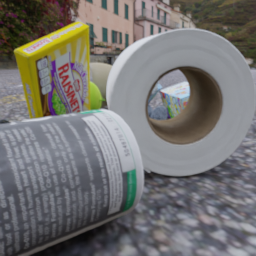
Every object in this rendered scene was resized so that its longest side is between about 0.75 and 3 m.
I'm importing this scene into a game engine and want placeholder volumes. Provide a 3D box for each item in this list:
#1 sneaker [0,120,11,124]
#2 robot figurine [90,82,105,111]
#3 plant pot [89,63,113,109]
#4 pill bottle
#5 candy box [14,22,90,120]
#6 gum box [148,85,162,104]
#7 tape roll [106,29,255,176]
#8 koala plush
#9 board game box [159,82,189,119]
[{"bbox_3d":[-3.335,0.271,7.401,0.622,0.627,1.731,35,12,-20],"label":"sneaker"},{"bbox_3d":[-2.170,-0.982,10.273,2.595,1.501,2.277,-4,14,-9],"label":"robot figurine"},{"bbox_3d":[-0.871,-1.953,12.478,1.359,2.024,2.024,-10,16,-5],"label":"plant pot"},{"bbox_3d":[-1.404,0.756,3.567,2.955,1.671,1.671,-12,19,-35],"label":"pill bottle"},{"bbox_3d":[-1.264,-0.476,5.380,0.361,2.734,1.397,26,48,19],"label":"candy box"},{"bbox_3d":[0.678,-1.223,11.015,0.266,1.016,1.196,50,41,13],"label":"gum box"},{"bbox_3d":[1.003,-0.655,6.439,2.996,2.996,2.057,-2,16,-6],"label":"tape roll"},{"bbox_3d":[0.242,-0.862,8.692,1.631,1.839,1.690,5,-11,-11],"label":"koala plush"},{"bbox_3d":[2.164,-0.874,10.223,1.186,1.165,2.261,-20,17,-6],"label":"board game box"}]
